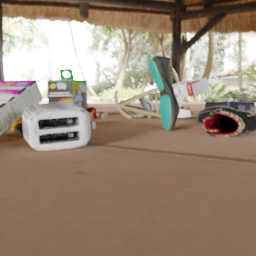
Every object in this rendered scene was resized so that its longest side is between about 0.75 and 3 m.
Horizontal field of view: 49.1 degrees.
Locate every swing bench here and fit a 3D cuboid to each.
[{"bbox_3d":[0.520,-1.441,16.470,2.710,1.758,2.695,-5,7,-1],"label":"swing bench"}]

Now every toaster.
[{"bbox_3d":[-1.840,-0.049,6.997,1.954,1.110,1.262,-4,10,-24],"label":"toaster"}]

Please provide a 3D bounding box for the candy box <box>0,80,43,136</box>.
[{"bbox_3d":[-4.070,-0.581,8.514,1.732,0.775,2.541,3,34,22],"label":"candy box"}]

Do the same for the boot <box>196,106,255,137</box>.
[{"bbox_3d":[3.141,-0.229,9.604,2.491,0.912,1.876,14,14,43],"label":"boot"}]

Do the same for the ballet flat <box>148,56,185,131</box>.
[{"bbox_3d":[1.536,-1.314,10.285,0.949,2.774,0.943,-15,6,-16],"label":"ballet flat"}]

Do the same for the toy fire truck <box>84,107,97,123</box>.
[{"bbox_3d":[-1.931,-0.523,12.421,1.411,1.031,1.603,3,17,25],"label":"toy fire truck"}]

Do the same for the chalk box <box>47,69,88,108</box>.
[{"bbox_3d":[-3.434,-1.958,15.993,1.722,2.759,1.710,2,7,19],"label":"chalk box"}]

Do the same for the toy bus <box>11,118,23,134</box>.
[{"bbox_3d":[-3.432,-0.394,9.710,1.210,1.162,0.821,-4,9,-17],"label":"toy bus"}]

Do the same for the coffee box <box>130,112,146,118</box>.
[{"bbox_3d":[0.605,-0.774,16.347,0.844,0.337,0.477,3,7,23],"label":"coffee box"}]

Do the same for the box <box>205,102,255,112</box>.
[{"bbox_3d":[4.776,-0.735,13.225,1.898,0.990,1.405,-4,8,-32],"label":"box"}]

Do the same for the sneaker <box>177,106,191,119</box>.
[{"bbox_3d":[2.687,-0.854,15.198,1.659,0.702,0.604,-4,0,43],"label":"sneaker"}]

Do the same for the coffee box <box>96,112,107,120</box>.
[{"bbox_3d":[-1.558,-0.688,15.404,0.556,0.388,0.972,2,7,14],"label":"coffee box"}]

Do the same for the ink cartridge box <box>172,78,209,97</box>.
[{"bbox_3d":[2.963,-1.955,13.798,1.151,0.661,1.585,-22,15,-32],"label":"ink cartridge box"}]
